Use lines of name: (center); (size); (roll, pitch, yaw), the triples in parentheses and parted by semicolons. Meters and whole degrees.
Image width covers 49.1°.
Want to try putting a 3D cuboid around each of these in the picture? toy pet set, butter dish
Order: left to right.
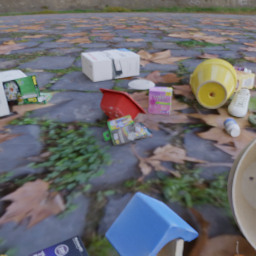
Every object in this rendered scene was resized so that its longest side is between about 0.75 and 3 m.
butter dish: (-0.401, -0.650, 10.572); (1.568, 1.572, 1.162); (17, 75, 43)
toy pet set: (1.067, 2.294, 4.665); (2.805, 1.490, 2.619); (-17, 33, -30)

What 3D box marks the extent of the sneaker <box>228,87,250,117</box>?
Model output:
sneaker: (4.683, -1.158, 11.791); (0.739, 0.859, 2.029); (13, 32, 20)

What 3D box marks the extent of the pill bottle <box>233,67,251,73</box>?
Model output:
pill bottle: (6.355, -3.105, 15.750); (0.953, 0.531, 0.531); (16, 32, 27)

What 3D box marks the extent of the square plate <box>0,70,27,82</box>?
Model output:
square plate: (-6.621, -2.672, 15.179); (2.233, 0.318, 2.212); (-18, 34, -31)

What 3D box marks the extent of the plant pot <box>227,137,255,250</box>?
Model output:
plant pot: (3.291, 1.284, 5.854); (2.710, 2.710, 1.819); (2, -4, 4)

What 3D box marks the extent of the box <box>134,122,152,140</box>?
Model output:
box: (0.396, 0.106, 10.134); (0.627, 0.173, 0.917); (-11, 30, -20)

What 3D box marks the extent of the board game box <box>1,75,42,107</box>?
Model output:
board game box: (-4.437, -1.483, 11.510); (2.132, 1.117, 0.250); (-2, 15, 33)

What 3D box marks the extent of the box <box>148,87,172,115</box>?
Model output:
box: (1.313, -1.118, 11.524); (0.894, 1.016, 0.491); (5, 28, 8)

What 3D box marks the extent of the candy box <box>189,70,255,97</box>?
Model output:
candy box: (4.615, -2.284, 13.814); (2.790, 0.772, 1.611); (-13, 26, -27)

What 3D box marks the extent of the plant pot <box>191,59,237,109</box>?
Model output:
plant pot: (3.556, -1.721, 11.778); (1.914, 1.914, 1.800); (8, 33, 15)

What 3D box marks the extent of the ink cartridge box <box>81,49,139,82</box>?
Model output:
ink cartridge box: (-1.047, -3.640, 16.030); (2.819, 1.187, 2.038); (-13, 31, -22)

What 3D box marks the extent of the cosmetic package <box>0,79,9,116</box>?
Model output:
cosmetic package: (-6.603, -1.616, 10.880); (2.944, 2.427, 2.429); (-18, 31, -27)

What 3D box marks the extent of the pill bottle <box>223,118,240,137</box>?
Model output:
pill bottle: (3.728, -0.005, 10.079); (0.433, 0.433, 0.772); (0, 30, 0)

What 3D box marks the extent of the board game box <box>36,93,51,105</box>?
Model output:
board game box: (-4.298, -1.346, 12.819); (1.343, 0.196, 0.904); (2, 28, 3)

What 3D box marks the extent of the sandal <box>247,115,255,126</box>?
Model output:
sandal: (5.594, -0.410, 10.684); (1.961, 0.560, 0.779); (-2, 28, -4)

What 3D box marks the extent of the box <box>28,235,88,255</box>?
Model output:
box: (-1.063, 2.757, 4.757); (1.099, 0.614, 1.557); (-12, 30, -27)

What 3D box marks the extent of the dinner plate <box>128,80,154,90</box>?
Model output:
dinner plate: (0.694, -2.319, 14.694); (1.376, 0.167, 1.376); (1, 29, -1)

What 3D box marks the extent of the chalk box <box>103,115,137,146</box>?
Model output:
chalk box: (-0.313, 0.125, 9.473); (1.071, 0.666, 0.663); (-16, 31, -4)

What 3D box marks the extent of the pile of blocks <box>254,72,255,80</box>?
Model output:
pile of blocks: (7.830, -2.873, 15.236); (1.946, 0.605, 0.799); (19, 33, 30)
